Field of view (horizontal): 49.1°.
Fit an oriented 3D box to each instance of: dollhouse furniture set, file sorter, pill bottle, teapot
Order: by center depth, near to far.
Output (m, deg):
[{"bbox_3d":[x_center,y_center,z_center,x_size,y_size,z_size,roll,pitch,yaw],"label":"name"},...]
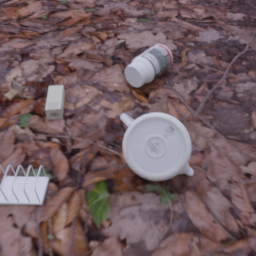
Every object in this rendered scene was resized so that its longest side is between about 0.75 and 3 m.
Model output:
[{"bbox_3d":[-3.507,1.804,9.087,1.508,0.939,1.046,1,45,0],"label":"file sorter"},{"bbox_3d":[0.948,0.590,9.457,2.350,1.739,2.381,-5,88,9],"label":"teapot"},{"bbox_3d":[-5.088,-1.773,12.576,0.648,1.250,0.553,32,48,-2],"label":"dollhouse furniture set"},{"bbox_3d":[0.997,-3.025,13.721,1.373,1.373,2.371,31,54,28],"label":"pill bottle"}]

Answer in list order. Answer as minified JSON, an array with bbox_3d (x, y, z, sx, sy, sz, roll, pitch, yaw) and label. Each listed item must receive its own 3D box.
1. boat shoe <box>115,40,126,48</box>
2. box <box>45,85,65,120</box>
[{"bbox_3d":[-0.491,-4.934,16.435,0.332,0.350,0.924,22,39,25],"label":"boat shoe"},{"bbox_3d":[-3.203,-1.149,12.354,0.702,0.584,1.708,-3,44,-3],"label":"box"}]
